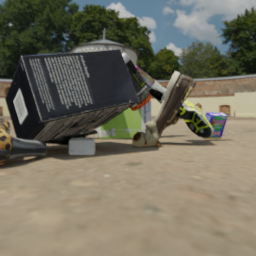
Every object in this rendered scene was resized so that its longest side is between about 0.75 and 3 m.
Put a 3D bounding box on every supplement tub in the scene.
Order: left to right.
[{"bbox_3d":[-0.027,-1.535,9.633,1.099,1.793,1.099,-32,18,12],"label":"supplement tub"}]

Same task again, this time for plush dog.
[{"bbox_3d":[0.559,0.375,9.372,0.890,0.832,1.036,-14,-26,-6],"label":"plush dog"}]

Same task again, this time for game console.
[{"bbox_3d":[-2.165,0.352,11.435,1.634,0.334,2.769,2,6,28],"label":"game console"}]

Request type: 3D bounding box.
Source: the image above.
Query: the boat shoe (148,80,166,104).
[{"bbox_3d":[1.557,-1.454,13.131,2.114,0.753,0.737,32,-43,-17],"label":"boat shoe"}]

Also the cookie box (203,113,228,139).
[{"bbox_3d":[3.521,-0.077,11.547,0.901,1.053,0.396,-1,25,-25],"label":"cookie box"}]

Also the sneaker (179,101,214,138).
[{"bbox_3d":[2.511,-0.453,10.449,0.824,0.813,2.156,-12,44,-25],"label":"sneaker"}]

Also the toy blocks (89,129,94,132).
[{"bbox_3d":[-1.617,-0.155,16.473,1.361,1.617,1.511,34,0,-25],"label":"toy blocks"}]

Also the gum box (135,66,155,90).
[{"bbox_3d":[0.493,-2.082,12.019,1.205,0.684,0.398,33,4,-28],"label":"gum box"}]

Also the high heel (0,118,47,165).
[{"bbox_3d":[-3.654,0.214,6.661,2.873,1.026,2.048,11,0,21],"label":"high heel"}]

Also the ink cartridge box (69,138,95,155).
[{"bbox_3d":[-1.300,0.508,8.012,0.705,0.405,0.972,0,3,-6],"label":"ink cartridge box"}]

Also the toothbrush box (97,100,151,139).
[{"bbox_3d":[-0.203,-0.409,12.837,2.385,1.737,1.027,-2,3,-16],"label":"toothbrush box"}]

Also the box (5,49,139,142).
[{"bbox_3d":[-1.793,-0.842,8.353,2.891,1.796,2.915,-14,-8,-34],"label":"box"}]

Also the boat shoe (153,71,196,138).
[{"bbox_3d":[1.473,-0.587,9.792,0.831,2.791,1.003,23,34,5],"label":"boat shoe"}]
